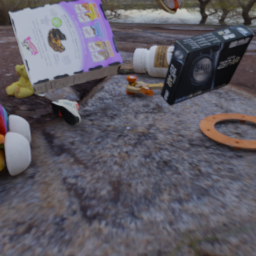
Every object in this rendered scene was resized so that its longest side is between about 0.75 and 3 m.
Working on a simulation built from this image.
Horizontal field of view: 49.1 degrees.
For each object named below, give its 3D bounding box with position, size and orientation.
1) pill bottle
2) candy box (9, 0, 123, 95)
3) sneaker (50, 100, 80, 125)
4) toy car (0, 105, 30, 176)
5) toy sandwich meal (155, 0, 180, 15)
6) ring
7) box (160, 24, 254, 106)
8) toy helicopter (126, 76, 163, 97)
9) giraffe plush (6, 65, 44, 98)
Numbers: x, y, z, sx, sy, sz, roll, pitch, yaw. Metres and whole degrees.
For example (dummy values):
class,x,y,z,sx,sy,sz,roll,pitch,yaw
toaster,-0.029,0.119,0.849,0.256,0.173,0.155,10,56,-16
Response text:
class,x,y,z,sx,sy,sz,roll,pitch,yaw
pill bottle,1.778,-3.492,14.818,2.810,1.607,1.607,7,26,15
candy box,-1.970,-2.667,9.028,2.887,2.422,1.033,-17,-6,-15
sneaker,-2.034,-0.663,9.959,0.842,0.634,1.801,-25,32,-32
toy car,-3.629,0.111,6.866,2.198,1.884,2.512,-8,26,-15
toy sandwich meal,0.568,-2.140,4.073,0.328,0.959,0.959,-16,13,35
ring,3.526,0.105,8.834,2.496,0.239,2.496,-1,25,0
box,1.987,-1.600,7.208,2.161,1.731,0.470,-20,57,-23
toy helicopter,0.850,-1.762,12.239,1.896,0.748,1.254,-5,28,-17
giraffe plush,-4.474,-2.152,12.264,1.682,1.364,1.451,6,26,12
